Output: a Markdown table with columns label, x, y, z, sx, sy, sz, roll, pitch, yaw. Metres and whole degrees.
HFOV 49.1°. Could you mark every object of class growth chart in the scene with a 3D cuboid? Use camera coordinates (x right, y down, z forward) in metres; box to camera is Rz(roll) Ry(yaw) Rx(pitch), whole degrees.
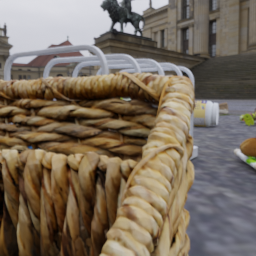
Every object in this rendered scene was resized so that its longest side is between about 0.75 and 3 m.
| label | x | y | z | sx | sy | sz | roll | pitch | yaw |
| --- | --- | --- | --- | --- | --- | --- | --- | --- | --- |
| growth chart | 2.564 | 0.504 | 4.241 | 1.804 | 0.160 | 1.306 | 2 | 8 | -1 |

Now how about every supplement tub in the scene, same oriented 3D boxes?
| label | x | y | z | sx | sy | sz | roll | pitch | yaw |
| --- | --- | --- | --- | --- | --- | --- | --- | --- | --- |
| supplement tub | 2.339 | -0.464 | 9.191 | 1.144 | 0.832 | 0.832 | 3 | 8 | 23 |

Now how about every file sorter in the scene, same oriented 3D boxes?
| label | x | y | z | sx | sy | sz | roll | pitch | yaw |
| --- | --- | --- | --- | --- | --- | --- | --- | --- | --- |
| file sorter | -0.222 | -0.200 | 4.160 | 1.768 | 1.586 | 2.547 | 5 | 8 | 33 |

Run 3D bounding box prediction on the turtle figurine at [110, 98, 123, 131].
| label | x | y | z | sx | sy | sz | roll | pitch | yaw |
| --- | --- | --- | --- | --- | --- | --- | --- | --- | --- |
| turtle figurine | -0.659 | -0.575 | 6.875 | 0.453 | 1.406 | 1.134 | -23 | -5 | -44 |

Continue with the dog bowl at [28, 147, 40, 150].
| label | x | y | z | sx | sy | sz | roll | pitch | yaw |
| --- | --- | --- | --- | --- | --- | --- | --- | --- | --- |
| dog bowl | -2.120 | 0.170 | 4.891 | 1.457 | 0.648 | 2.614 | 4 | 9 | 24 |

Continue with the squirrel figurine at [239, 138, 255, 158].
| label | x | y | z | sx | sy | sz | roll | pitch | yaw |
| --- | --- | --- | --- | --- | --- | --- | --- | --- | --- |
| squirrel figurine | 2.747 | -0.423 | 3.548 | 2.080 | 1.942 | 1.472 | -4 | 16 | -17 |

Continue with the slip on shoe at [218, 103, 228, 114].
| label | x | y | z | sx | sy | sz | roll | pitch | yaw |
| --- | --- | --- | --- | --- | --- | --- | --- | --- | --- |
| slip on shoe | 4.377 | -1.079 | 15.116 | 1.952 | 0.591 | 0.742 | 3 | 8 | 20 |

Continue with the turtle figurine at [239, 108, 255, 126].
| label | x | y | z | sx | sy | sz | roll | pitch | yaw |
| --- | --- | --- | --- | --- | --- | --- | --- | --- | --- |
| turtle figurine | 4.765 | -0.432 | 9.690 | 2.028 | 0.653 | 1.635 | 5 | 9 | 37 |

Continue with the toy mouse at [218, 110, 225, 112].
| label | x | y | z | sx | sy | sz | roll | pitch | yaw |
| --- | --- | --- | --- | --- | --- | --- | --- | --- | --- |
| toy mouse | 3.046 | -0.645 | 12.509 | 1.729 | 0.376 | 1.946 | -6 | 9 | -42 |

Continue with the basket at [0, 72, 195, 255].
| label | x | y | z | sx | sy | sz | roll | pitch | yaw |
| --- | --- | --- | --- | --- | --- | --- | --- | --- | --- |
| basket | -0.666 | 0.394 | 0.936 | 1.602 | 1.194 | 1.144 | 4 | 8 | 25 |

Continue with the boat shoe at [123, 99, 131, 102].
| label | x | y | z | sx | sy | sz | roll | pitch | yaw |
| --- | --- | --- | --- | --- | --- | --- | --- | --- | --- |
| boat shoe | -0.120 | -0.484 | 9.042 | 1.014 | 0.913 | 2.867 | 2 | 7 | 16 |
